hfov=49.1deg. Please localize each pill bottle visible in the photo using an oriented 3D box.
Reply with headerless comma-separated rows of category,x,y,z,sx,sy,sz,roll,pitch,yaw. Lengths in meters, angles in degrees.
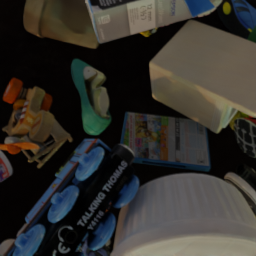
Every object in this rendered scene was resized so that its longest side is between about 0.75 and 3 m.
pill bottle,-3.011,3.753,7.106,1.339,1.339,2.414,34,75,10
pill bottle,-2.768,0.895,4.991,0.664,0.664,1.191,43,52,13

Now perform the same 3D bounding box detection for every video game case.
video game case,0.830,0.274,6.408,1.955,0.174,1.399,7,48,2

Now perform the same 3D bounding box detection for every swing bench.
swing bench,-2.700,0.199,8.508,1.400,0.908,1.393,-42,76,-13

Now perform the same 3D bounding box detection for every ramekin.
ramekin,1.073,2.066,5.250,2.906,2.906,1.353,-2,43,-1

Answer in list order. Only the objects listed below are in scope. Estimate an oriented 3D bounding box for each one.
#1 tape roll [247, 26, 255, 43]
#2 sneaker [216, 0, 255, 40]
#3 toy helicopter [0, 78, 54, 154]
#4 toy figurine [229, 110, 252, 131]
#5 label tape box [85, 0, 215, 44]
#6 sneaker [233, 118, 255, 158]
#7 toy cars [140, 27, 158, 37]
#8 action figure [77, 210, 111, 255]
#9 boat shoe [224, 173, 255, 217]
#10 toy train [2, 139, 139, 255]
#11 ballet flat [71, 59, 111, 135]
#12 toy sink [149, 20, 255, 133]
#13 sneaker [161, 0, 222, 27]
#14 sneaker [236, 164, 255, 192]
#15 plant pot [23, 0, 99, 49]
tape roll,3.983,-2.434,7.340,1.672,1.672,0.402,-18,58,-6
sneaker,4.104,-3.917,9.895,1.077,0.906,2.748,-24,75,-12
toy helicopter,-2.320,-0.093,6.353,1.054,2.672,1.767,27,85,-33
toy figurine,3.205,-0.866,9.015,1.523,1.341,2.543,7,67,32
label tape box,0.336,-3.019,6.026,2.575,0.851,1.845,-17,58,-2
sneaker,2.714,0.219,5.108,0.767,1.807,0.696,-15,112,-20
toy cars,0.755,-4.341,10.184,1.215,0.600,2.710,-3,68,1
action figure,-1.179,2.572,7.373,1.549,2.962,2.865,1,43,35
boat shoe,3.401,2.420,7.875,0.799,0.843,2.410,-34,82,-12
toy train,-0.952,1.431,4.876,1.217,1.605,2.809,42,71,-18
ballet flat,-0.894,-0.982,7.407,0.841,0.805,2.390,-30,62,32
toy sink,1.898,-0.970,6.007,2.412,1.351,1.572,31,68,25
sneaker,1.582,-3.553,7.551,2.240,0.988,0.911,-20,66,4
sneaker,2.985,1.258,6.759,0.530,1.069,0.378,26,109,-22
plant pot,-1.750,-3.818,9.169,2.265,2.610,2.610,26,73,-8
